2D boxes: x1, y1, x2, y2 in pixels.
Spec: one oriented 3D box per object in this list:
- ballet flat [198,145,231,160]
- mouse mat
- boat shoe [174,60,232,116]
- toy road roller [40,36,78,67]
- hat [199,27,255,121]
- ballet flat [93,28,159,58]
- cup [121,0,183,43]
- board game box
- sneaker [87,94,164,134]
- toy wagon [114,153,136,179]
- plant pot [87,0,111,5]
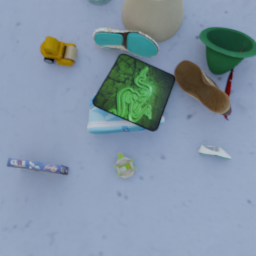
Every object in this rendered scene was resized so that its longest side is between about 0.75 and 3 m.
[{"bbox_3d":[3.088,0.843,9.915,1.147,0.398,0.398,11,78,6],"label":"ballet flat"},{"bbox_3d":[0.316,-1.369,9.901,2.364,0.111,2.938,23,55,0],"label":"mouse mat"},{"bbox_3d":[2.696,-1.397,10.073,0.987,0.984,2.735,-49,53,14],"label":"boat shoe"},{"bbox_3d":[-2.620,-2.897,10.458,1.335,0.974,0.820,8,78,2],"label":"toy road roller"},{"bbox_3d":[3.443,-2.243,10.712,2.173,2.309,2.623,23,44,14],"label":"hat"},{"bbox_3d":[-0.048,-3.343,10.613,2.584,0.977,0.826,15,37,3],"label":"ballet flat"},{"bbox_3d":[0.986,-4.733,10.466,2.479,1.773,2.479,0,77,-1],"label":"cup"},{"bbox_3d":[-2.982,1.316,9.421,1.732,1.173,0.300,8,78,1],"label":"board game box"},{"bbox_3d":[-0.134,-0.764,9.939,2.727,1.085,1.780,-5,79,-2],"label":"sneaker"},{"bbox_3d":[-0.139,1.297,9.839,0.696,0.177,0.897,-21,83,-1],"label":"toy wagon"},{"bbox_3d":[-1.180,-5.674,11.165,1.218,0.816,1.218,0,78,0],"label":"plant pot"}]
